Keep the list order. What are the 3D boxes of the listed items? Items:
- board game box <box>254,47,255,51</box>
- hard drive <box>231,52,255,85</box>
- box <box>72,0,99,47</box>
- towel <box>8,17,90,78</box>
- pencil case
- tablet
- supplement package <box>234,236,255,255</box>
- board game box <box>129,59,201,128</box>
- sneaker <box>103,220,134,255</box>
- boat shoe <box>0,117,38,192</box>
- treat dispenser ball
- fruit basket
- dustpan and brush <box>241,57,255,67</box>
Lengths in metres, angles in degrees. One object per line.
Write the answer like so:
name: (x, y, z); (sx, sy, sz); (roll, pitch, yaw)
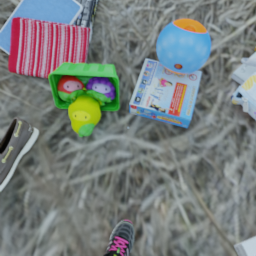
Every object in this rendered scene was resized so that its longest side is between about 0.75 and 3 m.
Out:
board game box: (4.921, -2.463, 9.307); (1.273, 0.191, 0.608); (40, 70, 21)
hard drive: (4.614, -1.369, 8.655); (1.540, 0.307, 2.335); (-40, 70, -19)
box: (-2.344, -4.221, 9.924); (2.391, 0.728, 2.966); (5, 62, 0)
towel: (-2.484, -2.425, 8.719); (2.432, 0.273, 1.759); (8, 96, 1)
pencil case: (4.221, -0.250, 7.458); (2.986, 1.241, 1.354); (47, 34, 19)
tablet: (-2.856, -3.259, 8.891); (1.724, 0.181, 2.650); (38, 95, 0)
supplement package: (3.001, 2.949, 6.236); (0.755, 0.537, 0.969); (-18, 64, -9)
board game box: (1.125, -1.068, 8.377); (1.772, 0.506, 1.810); (16, 63, 8)
sneaker: (-0.255, 2.806, 6.195); (0.581, 0.689, 1.574); (26, 66, 5)
boat shoe: (-3.181, 0.798, 7.056); (0.844, 0.699, 2.350); (-5, 49, 44)
treat dispenser ball: (1.550, -2.265, 7.887); (1.504, 1.504, 1.504); (0, 62, 0)
fruit basket: (-1.203, -0.818, 7.804); (2.044, 1.474, 2.044); (0, 48, 0)
dustpan and brush: (4.607, -1.752, 7.743); (2.902, 0.831, 2.026); (25, 66, 28)
